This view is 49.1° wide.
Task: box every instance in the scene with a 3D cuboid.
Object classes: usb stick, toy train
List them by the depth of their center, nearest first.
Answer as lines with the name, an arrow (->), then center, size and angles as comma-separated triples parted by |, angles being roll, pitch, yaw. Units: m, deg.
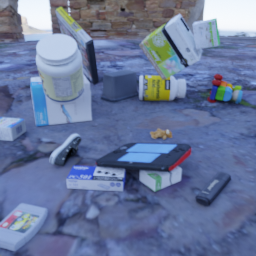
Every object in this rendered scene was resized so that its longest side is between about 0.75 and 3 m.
usb stick -> 2.337, 1.624, 7.605 | 0.439, 0.258, 1.584 | 18, 29, 35
toy train -> 5.462, -2.230, 15.498 | 1.658, 1.213, 2.865 | 16, 31, 16

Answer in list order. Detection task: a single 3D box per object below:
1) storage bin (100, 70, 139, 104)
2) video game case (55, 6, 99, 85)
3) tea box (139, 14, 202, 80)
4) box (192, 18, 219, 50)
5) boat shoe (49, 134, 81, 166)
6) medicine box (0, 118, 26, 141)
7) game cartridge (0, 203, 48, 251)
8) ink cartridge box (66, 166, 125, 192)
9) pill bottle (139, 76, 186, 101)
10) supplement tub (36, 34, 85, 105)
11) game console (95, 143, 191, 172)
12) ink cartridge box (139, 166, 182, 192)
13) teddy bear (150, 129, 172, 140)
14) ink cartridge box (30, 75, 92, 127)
storage bin -> -0.509, -2.399, 15.654 | 2.183, 1.466, 1.589 | -19, 29, -39
video game case -> -2.065, -3.300, 11.578 | 0.324, 2.539, 2.295 | -34, 68, -17
tea box -> 1.952, -3.615, 12.703 | 1.969, 2.002, 1.337 | -26, 21, 35
box -> 3.285, -3.945, 11.793 | 0.945, 1.071, 0.518 | -3, 29, 28
boat shoe -> -1.963, 0.764, 9.366 | 0.487, 0.590, 1.719 | 20, 31, 11
medicine box -> -4.777, 0.035, 11.002 | 1.086, 0.559, 0.989 | 5, 23, 10
game cartridge -> -2.410, 2.188, 6.319 | 0.830, 0.255, 1.246 | 10, 25, 14
ink cartridge box -> -0.886, 1.428, 7.955 | 1.566, 0.346, 0.736 | 2, 22, 4
pill bottle -> 1.821, -2.148, 15.179 | 2.444, 1.360, 1.360 | 1, 23, 2
supplement tub -> -2.331, -1.993, 9.769 | 1.521, 2.098, 1.521 | 2, 54, -3
game console -> 0.536, 0.823, 8.462 | 2.395, 0.372, 2.118 | -1, 8, 30
ink cartridge box -> 0.936, 1.348, 8.040 | 0.996, 0.420, 0.727 | -13, 25, -31
teddy bear -> 1.284, 0.231, 10.892 | 0.874, 0.292, 0.634 | 3, 25, 7
ink cartridge box -> -2.993, -1.301, 12.586 | 2.435, 1.778, 1.786 | -7, 24, -15
